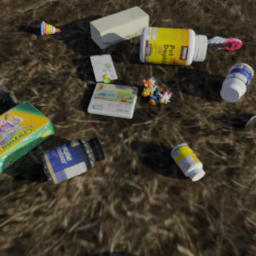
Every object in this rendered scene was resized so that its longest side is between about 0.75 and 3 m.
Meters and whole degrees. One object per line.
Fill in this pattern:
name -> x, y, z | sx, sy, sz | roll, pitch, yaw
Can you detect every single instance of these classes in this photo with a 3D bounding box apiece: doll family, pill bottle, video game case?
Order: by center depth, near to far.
pill bottle -> -1.801, 1.010, 9.170 | 1.947, 1.089, 1.089 | -22, 55, -16
pill bottle -> 1.998, 1.153, 9.333 | 0.653, 0.653, 1.195 | -21, 55, -16
video game case -> -0.599, -1.134, 11.420 | 1.760, 0.201, 1.602 | 8, 52, 7
doll family -> 1.055, -1.372, 11.457 | 1.377, 0.621, 0.855 | 40, 53, 7
pill bottle -> 4.432, -1.843, 11.501 | 0.934, 0.934, 1.613 | 26, 57, 19
pill bottle -> 1.974, -3.613, 12.499 | 2.813, 1.537, 1.537 | 4, 52, 4

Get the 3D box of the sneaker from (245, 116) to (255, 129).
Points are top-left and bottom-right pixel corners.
sneaker -> 4.981, -0.166, 10.507 | 1.125, 0.421, 0.598 | -25, 53, -20

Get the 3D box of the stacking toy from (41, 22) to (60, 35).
stacking toy -> -3.945, -5.018, 14.324 | 0.975, 0.535, 0.566 | 6, 45, -9

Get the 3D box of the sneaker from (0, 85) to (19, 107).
sneaker -> -4.971, -1.044, 11.056 | 1.674, 0.640, 0.959 | 32, 61, 30

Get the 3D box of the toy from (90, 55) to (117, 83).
toy -> -1.098, -2.582, 12.444 | 0.903, 0.370, 1.568 | -10, 53, -11

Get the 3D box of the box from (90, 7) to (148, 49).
box -> -0.414, -5.015, 13.969 | 2.787, 0.953, 1.145 | -26, 56, -18

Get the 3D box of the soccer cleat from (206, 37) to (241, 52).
soccer cleat -> 4.514, -4.119, 13.481 | 1.783, 0.623, 0.770 | -4, 52, -3

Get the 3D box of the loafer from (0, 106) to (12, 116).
loafer -> -4.837, -0.519, 10.871 | 0.367, 0.326, 0.966 | 14, 37, 6

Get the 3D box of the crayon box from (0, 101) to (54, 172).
crayon box -> -4.158, 0.300, 9.929 | 1.524, 0.748, 2.566 | 36, 60, 25
